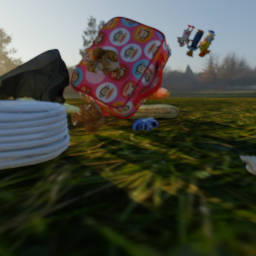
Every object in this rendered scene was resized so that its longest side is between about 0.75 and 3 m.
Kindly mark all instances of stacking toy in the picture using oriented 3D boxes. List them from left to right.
[{"bbox_3d":[0.070,-1.162,9.851,2.741,1.504,1.591,-1,26,13],"label":"stacking toy"}]

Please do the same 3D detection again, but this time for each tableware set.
[{"bbox_3d":[2.955,0.447,3.758,2.668,0.310,2.229,4,9,27],"label":"tableware set"}]

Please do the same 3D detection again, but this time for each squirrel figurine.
[{"bbox_3d":[-1.019,-0.217,7.061,0.752,0.805,0.570,-30,6,2],"label":"squirrel figurine"},{"bbox_3d":[-0.670,-1.657,7.063,0.797,0.604,0.854,-14,51,-5],"label":"squirrel figurine"}]

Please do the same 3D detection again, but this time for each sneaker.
[{"bbox_3d":[-2.555,-0.942,7.321,2.379,1.363,0.909,-26,10,7],"label":"sneaker"},{"bbox_3d":[0.461,-0.073,7.497,0.788,0.291,0.324,-16,36,-31],"label":"sneaker"}]

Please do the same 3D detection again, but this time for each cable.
[{"bbox_3d":[-2.348,0.016,4.584,2.695,0.933,2.695,-3,8,-25],"label":"cable"}]

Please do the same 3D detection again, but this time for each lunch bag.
[{"bbox_3d":[-0.072,-1.725,8.134,2.435,2.765,1.133,28,-9,25],"label":"lunch bag"}]

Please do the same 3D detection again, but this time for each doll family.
[{"bbox_3d":[1.771,-2.115,7.084,1.110,0.689,0.500,2,41,-28],"label":"doll family"}]

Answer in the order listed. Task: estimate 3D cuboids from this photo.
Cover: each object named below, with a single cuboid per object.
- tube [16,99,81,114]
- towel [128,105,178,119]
[{"bbox_3d":[-3.515,-0.880,12.663,2.998,0.870,0.778,-4,-31,-46],"label":"tube"},{"bbox_3d":[0.661,-0.665,11.493,2.473,0.451,1.834,-4,9,-6],"label":"towel"}]
